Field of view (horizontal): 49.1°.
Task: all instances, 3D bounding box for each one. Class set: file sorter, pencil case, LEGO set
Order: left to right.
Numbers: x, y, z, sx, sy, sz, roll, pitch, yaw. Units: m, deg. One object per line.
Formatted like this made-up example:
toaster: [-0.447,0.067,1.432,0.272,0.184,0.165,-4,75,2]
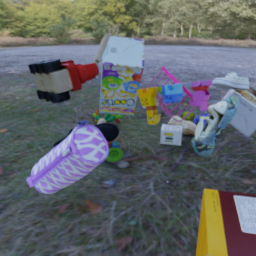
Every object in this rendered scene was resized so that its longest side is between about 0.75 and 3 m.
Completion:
pencil case: [-1.345,0.761,6.132,0.944,0.927,2.209,-24,-11,-48]
LEGO set: [1.063,-0.675,8.185,1.012,1.089,2.654,-11,8,-39]
file sorter: [1.747,-1.334,11.358,1.331,1.201,1.915,34,17,-31]

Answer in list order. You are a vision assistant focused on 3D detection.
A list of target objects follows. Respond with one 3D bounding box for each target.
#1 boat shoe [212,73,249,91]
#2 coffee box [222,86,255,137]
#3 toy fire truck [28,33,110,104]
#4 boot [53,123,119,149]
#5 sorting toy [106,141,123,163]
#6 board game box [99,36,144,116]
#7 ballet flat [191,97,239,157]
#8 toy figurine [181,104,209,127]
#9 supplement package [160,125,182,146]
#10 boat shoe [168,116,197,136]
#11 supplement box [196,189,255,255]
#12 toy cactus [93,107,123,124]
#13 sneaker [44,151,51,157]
boat shoe: [3.087,-1.422,8.390,1.337,0.467,0.474,3,-3,-21]
coffee box: [4.368,-0.838,10.635,1.454,1.026,2.572,40,31,9]
toy fire truck: [-1.341,-1.531,7.041,1.941,1.249,1.708,-22,20,-28]
boot: [-1.602,0.509,11.076,2.260,0.863,1.899,-3,19,10]
sorting toy: [-0.695,0.963,10.651,0.823,0.562,1.369,-32,48,-27]
board game box: [-0.277,-1.761,10.067,1.343,2.607,1.367,5,57,-5]
ballet flat: [2.409,-0.203,7.833,0.775,0.775,2.088,18,67,37]
toy figurine: [3.541,-0.524,13.509,1.935,1.021,1.159,3,28,11]
supplement package: [1.840,0.295,11.902,0.861,0.653,0.648,5,23,11]
boat shoe: [2.578,0.035,12.686,0.618,0.686,1.903,-46,43,-9]
supplement box: [2.324,2.523,4.380,2.414,2.381,1.603,5,21,12]
toy cactus: [-1.119,-0.399,13.655,1.726,0.883,1.424,13,45,22]
sneaker: [-3.010,1.096,10.606,0.313,0.292,0.830,-10,14,23]
